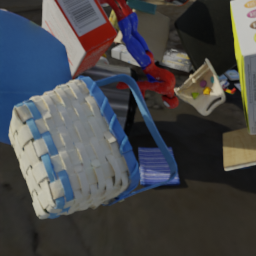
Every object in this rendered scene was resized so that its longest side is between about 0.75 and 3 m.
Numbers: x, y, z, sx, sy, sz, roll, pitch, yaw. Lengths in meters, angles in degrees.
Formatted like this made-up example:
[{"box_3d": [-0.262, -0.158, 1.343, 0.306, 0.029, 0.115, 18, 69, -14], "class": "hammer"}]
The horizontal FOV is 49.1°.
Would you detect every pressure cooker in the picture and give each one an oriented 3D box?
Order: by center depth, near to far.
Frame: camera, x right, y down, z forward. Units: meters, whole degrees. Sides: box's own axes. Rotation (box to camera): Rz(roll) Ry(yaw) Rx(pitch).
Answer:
[{"box_3d": [-1.071, -0.842, 8.117, 2.495, 2.194, 2.228, 6, 0, -8], "class": "pressure cooker"}]

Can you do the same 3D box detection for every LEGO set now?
[{"box_3d": [3.823, -1.798, 10.867, 1.817, 0.597, 2.432, -5, 36, -5], "class": "LEGO set"}]

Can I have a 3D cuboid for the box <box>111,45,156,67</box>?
[{"box_3d": [0.448, -3.492, 13.102, 1.966, 0.405, 1.533, 24, 45, 28], "class": "box"}]

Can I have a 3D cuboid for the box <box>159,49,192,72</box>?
[{"box_3d": [2.289, -3.048, 12.585, 1.466, 0.354, 1.161, 22, 43, 25], "class": "box"}]

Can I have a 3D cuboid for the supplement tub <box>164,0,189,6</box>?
[{"box_3d": [1.795, -4.993, 10.268, 0.888, 0.888, 1.660, 20, 23, 23], "class": "supplement tub"}]

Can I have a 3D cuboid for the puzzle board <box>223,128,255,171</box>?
[{"box_3d": [2.789, 0.280, 5.708, 1.647, 0.190, 2.186, -16, 10, 21], "class": "puzzle board"}]

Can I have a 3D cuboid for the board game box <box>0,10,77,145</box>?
[{"box_3d": [-1.766, -0.713, 4.441, 2.030, 2.569, 0.500, 1, 45, 6], "class": "board game box"}]

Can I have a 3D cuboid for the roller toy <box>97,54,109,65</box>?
[{"box_3d": [-1.203, -2.692, 11.835, 0.720, 0.789, 0.551, -18, 41, -5], "class": "roller toy"}]

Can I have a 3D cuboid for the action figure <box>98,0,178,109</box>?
[{"box_3d": [0.042, -1.392, 6.037, 1.343, 2.713, 0.885, -28, 18, 34], "class": "action figure"}]

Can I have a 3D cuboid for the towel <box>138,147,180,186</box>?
[{"box_3d": [0.807, 1.019, 7.695, 1.024, 0.169, 1.414, -1, 39, -2], "class": "towel"}]

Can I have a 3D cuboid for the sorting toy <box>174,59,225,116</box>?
[{"box_3d": [1.889, -0.890, 6.890, 0.615, 1.151, 1.036, 0, 57, -42], "class": "sorting toy"}]

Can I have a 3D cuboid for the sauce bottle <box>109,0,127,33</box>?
[{"box_3d": [-0.304, -3.315, 8.241, 0.417, 0.417, 1.264, 13, 76, 15], "class": "sauce bottle"}]

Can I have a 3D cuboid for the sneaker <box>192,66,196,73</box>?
[{"box_3d": [3.162, -2.816, 11.724, 1.168, 0.858, 2.582, 34, 40, 26], "class": "sneaker"}]

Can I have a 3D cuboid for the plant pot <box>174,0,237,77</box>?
[{"box_3d": [2.760, -3.003, 8.231, 2.061, 2.323, 2.318, 48, 40, -5], "class": "plant pot"}]

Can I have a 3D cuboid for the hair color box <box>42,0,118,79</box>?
[{"box_3d": [-1.119, -1.947, 5.819, 0.763, 1.324, 2.387, -34, 9, -17], "class": "hair color box"}]

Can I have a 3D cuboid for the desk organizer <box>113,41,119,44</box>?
[{"box_3d": [-0.066, -4.796, 14.611, 1.390, 0.535, 0.498, -13, 41, -16], "class": "desk organizer"}]

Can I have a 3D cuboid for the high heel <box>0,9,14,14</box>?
[{"box_3d": [-3.050, -2.786, 8.804, 2.801, 1.000, 1.996, 27, 11, 14], "class": "high heel"}]

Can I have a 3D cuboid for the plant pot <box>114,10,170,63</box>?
[{"box_3d": [0.531, -3.076, 9.000, 1.486, 1.315, 1.484, 21, 14, -19], "class": "plant pot"}]

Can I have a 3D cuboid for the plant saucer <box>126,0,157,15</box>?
[{"box_3d": [0.386, -3.536, 8.113, 0.874, 0.305, 0.083, 13, 2, -5], "class": "plant saucer"}]

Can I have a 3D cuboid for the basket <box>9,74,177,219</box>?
[{"box_3d": [-0.410, 0.159, 3.669, 1.961, 1.364, 1.729, -17, 73, -29], "class": "basket"}]

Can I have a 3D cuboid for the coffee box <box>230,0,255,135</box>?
[{"box_3d": [2.832, -1.199, 4.820, 1.786, 1.806, 1.803, -8, 46, 21], "class": "coffee box"}]

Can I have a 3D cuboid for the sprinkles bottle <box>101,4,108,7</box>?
[{"box_3d": [-1.232, -3.345, 6.575, 1.853, 0.632, 0.632, 23, 44, 23], "class": "sprinkles bottle"}]
